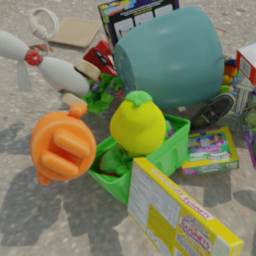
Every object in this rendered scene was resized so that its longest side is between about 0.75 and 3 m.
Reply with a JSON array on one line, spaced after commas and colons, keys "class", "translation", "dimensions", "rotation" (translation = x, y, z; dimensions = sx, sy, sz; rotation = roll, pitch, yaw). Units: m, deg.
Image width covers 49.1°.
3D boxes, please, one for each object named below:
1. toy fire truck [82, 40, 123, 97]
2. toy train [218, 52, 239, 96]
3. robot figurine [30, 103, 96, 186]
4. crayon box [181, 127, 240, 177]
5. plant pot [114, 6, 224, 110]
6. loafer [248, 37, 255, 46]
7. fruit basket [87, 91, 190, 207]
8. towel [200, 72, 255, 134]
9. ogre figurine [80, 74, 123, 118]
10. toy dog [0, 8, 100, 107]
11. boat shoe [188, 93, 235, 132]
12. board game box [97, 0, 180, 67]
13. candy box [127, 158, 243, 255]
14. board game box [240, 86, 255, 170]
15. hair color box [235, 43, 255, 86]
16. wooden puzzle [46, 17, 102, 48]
[{"class": "toy fire truck", "translation": [-0.710, -2.187, 10.183], "dimensions": [2.550, 0.622, 1.798], "rotation": [53, 24, 13]}, {"class": "toy train", "translation": [2.723, -1.452, 7.897], "dimensions": [0.818, 1.119, 1.933], "rotation": [14, 13, 29]}, {"class": "robot figurine", "translation": [-1.556, 0.346, 6.634], "dimensions": [1.428, 1.761, 2.449], "rotation": [-10, 13, -17]}, {"class": "crayon box", "translation": [2.254, 0.665, 8.028], "dimensions": [1.506, 0.439, 1.300], "rotation": [-11, 42, 13]}, {"class": "plant pot", "translation": [0.936, -1.798, 8.134], "dimensions": [2.295, 2.860, 2.860], "rotation": [-18, 54, -14]}, {"class": "loafer", "translation": [4.106, -2.549, 8.527], "dimensions": [0.555, 0.486, 1.545], "rotation": [18, 41, 43]}, {"class": "fruit basket", "translation": [0.147, 0.261, 6.979], "dimensions": [2.878, 2.878, 2.076], "rotation": [-35, 30, -24]}, {"class": "towel", "translation": [3.456, -0.843, 8.927], "dimensions": [2.221, 0.384, 2.139], "rotation": [18, 73, 5]}, {"class": "ogre figurine", "translation": [-1.078, -1.142, 8.958], "dimensions": [2.215, 1.328, 1.087], "rotation": [19, 12, 24]}, {"class": "toy dog", "translation": [-2.134, -1.598, 7.689], "dimensions": [1.876, 2.844, 1.370], "rotation": [-45, 18, -14]}, {"class": "boat shoe", "translation": [2.289, -0.334, 7.846], "dimensions": [0.603, 1.648, 0.534], "rotation": [46, 46, 6]}, {"class": "board game box", "translation": [0.504, -3.325, 9.311], "dimensions": [2.538, 2.098, 0.720], "rotation": [-21, 36, -9]}, {"class": "candy box", "translation": [0.797, 1.770, 5.229], "dimensions": [0.361, 1.397, 2.734], "rotation": [-3, 23, -29]}, {"class": "board game box", "translation": [3.467, -0.075, 7.386], "dimensions": [0.340, 1.264, 2.107], "rotation": [13, 43, -2]}, {"class": "hair color box", "translation": [3.777, -1.797, 6.964], "dimensions": [1.869, 0.572, 0.949], "rotation": [-19, 49, 0]}, {"class": "wooden puzzle", "translation": [-2.322, -4.192, 12.320], "dimensions": [2.053, 0.382, 1.899], "rotation": [10, 52, 14]}]
